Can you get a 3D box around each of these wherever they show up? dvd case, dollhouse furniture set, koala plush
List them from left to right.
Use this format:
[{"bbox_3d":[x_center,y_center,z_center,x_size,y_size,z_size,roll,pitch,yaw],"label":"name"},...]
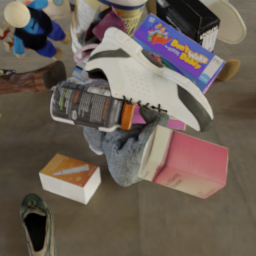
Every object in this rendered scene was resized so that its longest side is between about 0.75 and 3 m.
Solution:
[{"bbox_3d":[-3.504,-2.800,8.758,1.071,0.558,1.083,29,58,-1],"label":"dollhouse furniture set"},{"bbox_3d":[-1.555,-1.780,11.679,2.124,0.228,2.856,31,47,34],"label":"dvd case"},{"bbox_3d":[-0.330,0.276,7.604,2.273,2.016,2.089,27,56,26],"label":"koala plush"}]

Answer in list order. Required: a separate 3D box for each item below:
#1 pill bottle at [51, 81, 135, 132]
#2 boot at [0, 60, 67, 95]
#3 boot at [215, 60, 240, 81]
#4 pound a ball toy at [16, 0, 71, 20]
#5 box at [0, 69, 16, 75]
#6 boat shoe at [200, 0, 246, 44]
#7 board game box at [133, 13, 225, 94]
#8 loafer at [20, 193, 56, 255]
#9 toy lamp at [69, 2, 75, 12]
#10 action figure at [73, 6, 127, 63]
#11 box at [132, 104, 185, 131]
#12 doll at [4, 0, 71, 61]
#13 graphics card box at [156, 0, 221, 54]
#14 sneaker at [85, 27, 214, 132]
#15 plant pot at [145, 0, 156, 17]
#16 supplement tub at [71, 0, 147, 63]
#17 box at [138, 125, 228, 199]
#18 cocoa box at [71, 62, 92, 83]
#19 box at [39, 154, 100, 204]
[{"bbox_3d":[-0.787,-0.461,6.649,1.859,0.987,0.987,13,38,4],"label":"pill bottle"},{"bbox_3d":[-2.699,-1.198,6.957,2.023,0.650,1.886,-6,15,9],"label":"boot"},{"bbox_3d":[3.463,-2.777,12.497,2.509,0.962,1.948,-24,44,-12],"label":"boot"},{"bbox_3d":[-2.919,-4.144,9.064,1.854,1.209,0.788,-15,7,-11],"label":"pound a ball toy"},{"bbox_3d":[-3.876,-1.488,8.611,0.469,0.560,0.754,-7,6,29],"label":"box"},{"bbox_3d":[2.320,-3.359,7.948,2.500,0.936,0.773,38,39,7],"label":"boat shoe"},{"bbox_3d":[1.112,-1.381,7.051,1.890,2.811,0.629,37,85,9],"label":"board game box"},{"bbox_3d":[-1.996,2.109,6.178,0.717,0.628,1.997,-15,39,-19],"label":"loafer"},{"bbox_3d":[-2.412,-4.244,9.674,1.198,0.349,0.349,8,37,-6],"label":"toy lamp"},{"bbox_3d":[-0.102,-2.308,8.138,2.419,1.620,1.801,31,54,-27],"label":"action figure"},{"bbox_3d":[1.218,-1.080,10.053,1.925,1.058,2.189,9,37,11],"label":"box"},{"bbox_3d":[-2.509,-2.782,7.843,0.698,1.966,2.881,27,6,8],"label":"doll"},{"bbox_3d":[1.524,-2.329,7.751,0.714,2.806,1.760,-32,65,-5],"label":"graphics card box"},{"bbox_3d":[0.305,-0.618,4.660,2.398,0.884,0.959,38,81,15],"label":"sneaker"},{"bbox_3d":[1.358,-4.308,10.172,1.662,1.442,1.662,-5,18,2],"label":"plant pot"},{"bbox_3d":[-0.756,-3.739,9.492,2.146,2.972,2.146,11,52,-15],"label":"supplement tub"},{"bbox_3d":[1.050,0.694,5.491,1.475,0.943,0.804,18,59,-1],"label":"box"},{"bbox_3d":[-1.472,-1.885,9.520,0.554,0.545,0.831,29,13,0],"label":"cocoa box"},{"bbox_3d":[-1.484,1.296,7.253,1.298,0.633,0.807,14,39,18],"label":"box"}]
